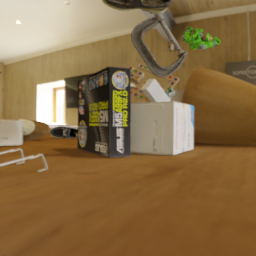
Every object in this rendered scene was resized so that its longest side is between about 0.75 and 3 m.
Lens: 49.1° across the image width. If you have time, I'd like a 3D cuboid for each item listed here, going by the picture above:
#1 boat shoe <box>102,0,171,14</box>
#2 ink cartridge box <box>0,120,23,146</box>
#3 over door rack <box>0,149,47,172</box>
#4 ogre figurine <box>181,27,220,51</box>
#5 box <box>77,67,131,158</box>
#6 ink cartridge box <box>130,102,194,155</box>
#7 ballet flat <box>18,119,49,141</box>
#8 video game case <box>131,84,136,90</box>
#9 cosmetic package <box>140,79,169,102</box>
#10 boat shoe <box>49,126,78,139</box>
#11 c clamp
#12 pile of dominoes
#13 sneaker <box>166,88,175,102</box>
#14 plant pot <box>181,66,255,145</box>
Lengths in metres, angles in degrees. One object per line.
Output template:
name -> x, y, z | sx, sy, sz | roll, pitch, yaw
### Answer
boat shoe -> 0.207, -2.983, 6.324 | 1.624, 0.594, 0.526 | -3, -2, -18
ink cartridge box -> -4.655, 0.154, 9.394 | 1.458, 0.878, 2.007 | 0, 2, -45
over door rack -> -2.210, 0.429, 4.318 | 1.548, 0.516, 1.144 | -1, 2, -38
ogre figurine -> 2.622, -3.357, 10.571 | 0.864, 1.442, 0.707 | -36, -13, -29
box -> -0.702, -0.357, 7.116 | 0.547, 1.981, 2.473 | 0, 1, -26
ink cartridge box -> 0.894, -0.004, 7.330 | 1.244, 1.249, 1.703 | 1, 1, 28
ballet flat -> -4.805, -0.018, 11.894 | 2.750, 0.933, 0.995 | 3, -22, 5
video game case -> -0.628, -1.772, 12.891 | 1.411, 0.184, 1.550 | -21, -13, 32
cosmetic package -> 1.275, -1.578, 13.163 | 0.486, 0.692, 1.365 | 12, -31, 54
boat shoe -> -2.947, 0.241, 13.632 | 1.760, 0.631, 0.596 | 7, -1, -9
c clamp -> 1.050, -2.617, 8.307 | 1.745, 2.043, 0.277 | -28, 2, -6
pile of dominoes -> 0.940, -2.363, 14.426 | 2.692, 2.098, 0.429 | 27, -21, 26
sneaker -> 1.948, -1.582, 13.737 | 0.331, 0.853, 0.368 | 21, -20, 39
plant pot -> 3.556, -0.555, 9.572 | 2.943, 2.742, 2.742 | 13, 7, 25
